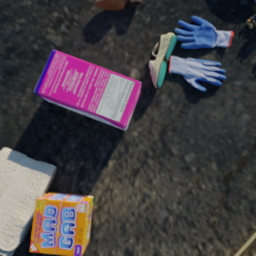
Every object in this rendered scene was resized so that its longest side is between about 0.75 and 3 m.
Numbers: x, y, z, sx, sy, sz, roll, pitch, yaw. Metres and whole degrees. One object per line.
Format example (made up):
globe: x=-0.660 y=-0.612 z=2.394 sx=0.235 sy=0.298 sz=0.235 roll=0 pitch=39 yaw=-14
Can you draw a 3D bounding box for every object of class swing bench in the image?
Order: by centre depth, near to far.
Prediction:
swing bench: x=4.654 y=4.104 z=8.271 sx=2.155 sy=1.405 sz=2.166 roll=-44 pitch=91 yaw=-5

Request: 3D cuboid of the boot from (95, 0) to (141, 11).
boot: x=-0.262 y=-4.771 z=9.592 sx=1.749 sy=0.614 sz=1.279 roll=-2 pitch=78 yaw=-1

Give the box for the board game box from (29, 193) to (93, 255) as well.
board game box: x=-1.898 y=2.794 z=8.331 sx=1.440 sy=1.441 sz=1.440 roll=5 pitch=84 yaw=1

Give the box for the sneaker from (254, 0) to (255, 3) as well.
sneaker: x=5.320 y=-4.201 z=9.370 sx=2.052 sy=0.800 sz=0.720 roll=24 pitch=85 yaw=2

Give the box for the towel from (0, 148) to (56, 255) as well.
towel: x=-3.671 y=2.170 z=8.529 sx=1.924 sy=0.500 sz=2.903 roll=21 pitch=70 yaw=2

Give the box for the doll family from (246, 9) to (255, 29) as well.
doll family: x=4.865 y=-3.462 z=9.422 sx=0.956 sy=0.649 sz=1.653 roll=-41 pitch=91 yaw=-8

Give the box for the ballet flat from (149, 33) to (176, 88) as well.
ballet flat: x=1.041 y=-2.257 z=9.325 sx=0.668 sy=0.668 sz=1.922 roll=20 pitch=82 yaw=2

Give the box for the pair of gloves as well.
pair of gloves: x=2.432 y=-2.502 z=9.465 sx=2.024 sy=0.287 sz=2.517 roll=12 pitch=84 yaw=1

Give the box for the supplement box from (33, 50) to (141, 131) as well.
supplement box: x=-1.153 y=-1.088 z=8.727 sx=2.839 sy=1.437 sz=1.467 roll=22 pitch=85 yaw=2
